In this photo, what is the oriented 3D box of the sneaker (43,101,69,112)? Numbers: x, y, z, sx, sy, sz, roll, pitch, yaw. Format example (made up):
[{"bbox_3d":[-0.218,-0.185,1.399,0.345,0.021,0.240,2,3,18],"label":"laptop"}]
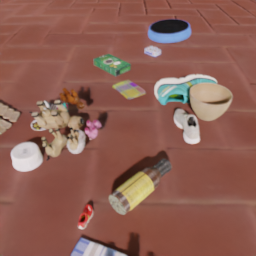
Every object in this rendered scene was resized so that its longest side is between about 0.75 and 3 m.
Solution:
[{"bbox_3d":[-2.958,-0.836,11.835,0.838,0.581,1.389,-31,56,-26],"label":"sneaker"}]

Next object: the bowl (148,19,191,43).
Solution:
[{"bbox_3d":[2.760,-6.583,18.848,2.885,0.566,2.885,-5,40,4],"label":"bowl"}]

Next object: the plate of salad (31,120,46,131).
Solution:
[{"bbox_3d":[-3.513,-0.185,11.343,0.854,0.205,0.854,0,39,0],"label":"plate of salad"}]

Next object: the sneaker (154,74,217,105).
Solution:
[{"bbox_3d":[2.641,-1.595,12.639,2.936,1.138,1.169,-10,58,-8],"label":"sneaker"}]

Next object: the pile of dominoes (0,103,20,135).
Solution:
[{"bbox_3d":[-5.905,-0.360,11.624,2.544,0.405,1.983,23,43,15],"label":"pile of dominoes"}]

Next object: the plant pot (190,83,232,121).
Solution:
[{"bbox_3d":[3.319,-0.953,11.563,1.672,1.122,1.672,0,39,0],"label":"plant pot"}]

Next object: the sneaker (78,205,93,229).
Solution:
[{"bbox_3d":[-1.198,2.471,7.911,0.297,0.328,0.772,7,39,9],"label":"sneaker"}]

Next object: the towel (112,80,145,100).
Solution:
[{"bbox_3d":[0.028,-1.833,13.447,1.059,0.168,1.475,-24,44,-26],"label":"towel"}]

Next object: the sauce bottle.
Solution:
[{"bbox_3d":[0.464,1.706,8.547,2.287,0.740,0.740,-31,48,-33],"label":"sauce bottle"}]

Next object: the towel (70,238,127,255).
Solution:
[{"bbox_3d":[-0.773,3.398,6.874,1.509,0.180,1.108,14,40,18],"label":"towel"}]

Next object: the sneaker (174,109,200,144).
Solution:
[{"bbox_3d":[2.343,-0.291,10.927,0.732,0.889,1.932,-7,39,-10],"label":"sneaker"}]

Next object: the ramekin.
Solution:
[{"bbox_3d":[-3.510,0.964,9.667,1.024,0.499,1.024,0,39,0],"label":"ramekin"}]

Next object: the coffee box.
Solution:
[{"bbox_3d":[-0.883,-3.448,15.264,1.148,0.411,1.867,-31,48,-33],"label":"coffee box"}]

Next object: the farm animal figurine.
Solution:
[{"bbox_3d":[-2.202,0.006,10.337,2.191,1.364,2.713,-29,53,-6],"label":"farm animal figurine"}]

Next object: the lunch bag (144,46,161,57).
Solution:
[{"bbox_3d":[1.437,-4.549,16.705,0.940,0.355,0.753,30,49,31],"label":"lunch bag"}]
